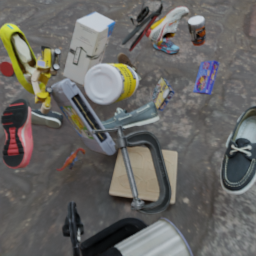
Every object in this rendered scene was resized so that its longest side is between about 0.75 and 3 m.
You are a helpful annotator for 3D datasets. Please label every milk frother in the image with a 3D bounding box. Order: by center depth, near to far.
[{"bbox_3d":[-0.073,2.931,6.955,2.670,2.838,2.561,-21,44,-25],"label":"milk frother"}]

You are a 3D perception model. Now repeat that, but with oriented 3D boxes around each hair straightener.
[{"bbox_3d":[0.471,-4.207,11.239,0.927,2.409,0.493,32,40,-21],"label":"hair straightener"}]

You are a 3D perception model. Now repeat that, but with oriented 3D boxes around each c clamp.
[{"bbox_3d":[0.240,1.115,7.452,2.249,0.357,2.633,-16,86,-46],"label":"c clamp"}]

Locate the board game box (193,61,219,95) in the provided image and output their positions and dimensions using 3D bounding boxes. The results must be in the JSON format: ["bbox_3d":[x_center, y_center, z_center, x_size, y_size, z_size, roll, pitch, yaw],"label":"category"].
[{"bbox_3d":[2.985,-1.918,10.766,0.275,1.230,0.827,13,4,-21],"label":"board game box"}]

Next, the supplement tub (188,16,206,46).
[{"bbox_3d":[2.585,-3.593,10.457,0.594,0.969,0.594,-12,47,13],"label":"supplement tub"}]

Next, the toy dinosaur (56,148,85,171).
[{"bbox_3d":[-1.566,0.911,8.078,0.423,0.731,0.806,38,30,9],"label":"toy dinosaur"}]

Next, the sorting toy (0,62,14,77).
[{"bbox_3d":[-5.192,-2.964,14.037,2.249,0.780,0.775,6,24,8],"label":"sorting toy"}]

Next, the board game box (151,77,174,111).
[{"bbox_3d":[1.086,-1.093,9.000,0.184,0.722,1.066,22,26,-21],"label":"board game box"}]

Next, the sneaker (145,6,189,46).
[{"bbox_3d":[1.728,-4.197,11.637,2.137,0.832,0.878,-40,91,-8],"label":"sneaker"}]

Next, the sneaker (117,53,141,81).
[{"bbox_3d":[0.096,-2.402,11.097,0.477,1.355,0.512,-50,37,-15],"label":"sneaker"}]

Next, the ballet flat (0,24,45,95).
[{"bbox_3d":[-3.165,-1.996,8.722,0.819,2.444,0.817,23,52,41],"label":"ballet flat"}]

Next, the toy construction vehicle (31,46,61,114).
[{"bbox_3d":[-2.345,-1.403,7.690,0.634,1.566,1.799,8,73,-23],"label":"toy construction vehicle"}]

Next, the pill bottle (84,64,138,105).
[{"bbox_3d":[-0.440,-1.571,9.780,1.302,1.302,2.339,17,17,15],"label":"pill bottle"}]

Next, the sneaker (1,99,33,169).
[{"bbox_3d":[-2.563,0.152,6.605,0.618,0.727,1.677,-2,75,3],"label":"sneaker"}]

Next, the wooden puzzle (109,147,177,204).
[{"bbox_3d":[0.592,1.628,9.840,2.149,0.537,2.321,7,43,6],"label":"wooden puzzle"}]

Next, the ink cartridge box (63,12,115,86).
[{"bbox_3d":[-1.527,-3.072,10.919,0.974,2.312,1.688,26,37,2],"label":"ink cartridge box"}]

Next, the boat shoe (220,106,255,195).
[{"bbox_3d":[3.185,0.527,7.770,1.030,0.822,2.725,5,50,33],"label":"boat shoe"}]

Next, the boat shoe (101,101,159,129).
[{"bbox_3d":[-0.113,-0.362,9.234,2.195,0.678,0.799,-11,11,7],"label":"boat shoe"}]

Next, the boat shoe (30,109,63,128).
[{"bbox_3d":[-3.603,-0.485,11.684,1.804,0.682,0.544,17,50,0],"label":"boat shoe"}]

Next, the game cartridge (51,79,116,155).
[{"bbox_3d":[-1.371,-0.269,8.167,0.488,2.412,1.608,-38,18,-18],"label":"game cartridge"}]

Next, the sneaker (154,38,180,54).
[{"bbox_3d":[2.096,-4.555,15.315,1.520,0.726,0.603,21,51,18],"label":"sneaker"}]
